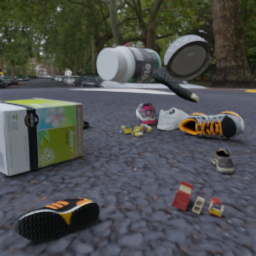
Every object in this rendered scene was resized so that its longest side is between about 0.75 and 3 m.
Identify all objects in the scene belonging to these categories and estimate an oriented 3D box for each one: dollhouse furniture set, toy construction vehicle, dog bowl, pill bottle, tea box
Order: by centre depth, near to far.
[{"bbox_3d":[1.472,1.579,5.908,0.998,0.406,0.537,22,17,17],"label":"dollhouse furniture set"},{"bbox_3d":[-3.388,0.077,9.216,2.818,1.883,2.772,10,15,40],"label":"tea box"},{"bbox_3d":[2.166,-2.579,10.342,1.842,1.842,0.540,-5,51,-22],"label":"dog bowl"},{"bbox_3d":[0.066,-2.860,12.868,1.618,1.618,2.861,11,15,43],"label":"pill bottle"},{"bbox_3d":[0.340,0.062,13.010,1.044,0.422,1.199,-10,15,-40],"label":"toy construction vehicle"}]

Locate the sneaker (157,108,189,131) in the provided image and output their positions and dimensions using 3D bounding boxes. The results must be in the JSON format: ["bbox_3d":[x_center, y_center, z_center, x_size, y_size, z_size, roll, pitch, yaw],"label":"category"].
[{"bbox_3d":[2.652,-0.481,14.246,2.581,1.034,0.908,-5,11,-31],"label":"sneaker"}]

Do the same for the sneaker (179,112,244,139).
[{"bbox_3d":[3.506,-0.032,12.063,1.145,1.161,2.965,-15,10,-38],"label":"sneaker"}]

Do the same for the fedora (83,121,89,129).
[{"bbox_3d":[-3.327,-0.626,14.420,2.647,1.209,2.647,0,12,0],"label":"fedora"}]

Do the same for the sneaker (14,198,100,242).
[{"bbox_3d":[-1.330,1.643,5.182,1.527,0.534,0.687,-4,3,-32],"label":"sneaker"}]

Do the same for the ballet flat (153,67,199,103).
[{"bbox_3d":[1.342,-1.195,7.760,1.506,0.428,0.501,38,-5,16],"label":"ballet flat"}]

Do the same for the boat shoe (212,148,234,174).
[{"bbox_3d":[2.903,0.901,8.519,0.571,0.562,1.532,1,12,5],"label":"boat shoe"}]

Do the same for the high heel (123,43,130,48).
[{"bbox_3d":[-0.134,-4.082,13.989,0.312,0.444,0.924,24,-27,-26],"label":"high heel"}]

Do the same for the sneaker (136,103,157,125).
[{"bbox_3d":[1.088,-0.999,16.109,1.096,1.015,2.719,-4,18,-5],"label":"sneaker"}]

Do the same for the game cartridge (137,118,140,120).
[{"bbox_3d":[1.073,-0.590,16.868,0.951,0.194,0.633,3,9,17],"label":"game cartridge"}]
